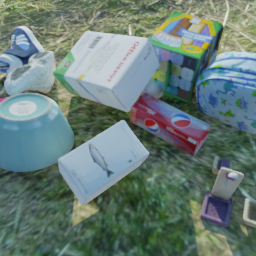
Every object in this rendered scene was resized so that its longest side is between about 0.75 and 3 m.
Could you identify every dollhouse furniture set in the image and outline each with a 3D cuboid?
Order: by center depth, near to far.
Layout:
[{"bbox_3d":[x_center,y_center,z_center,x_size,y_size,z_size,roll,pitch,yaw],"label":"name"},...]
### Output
[{"bbox_3d":[2.865,1.325,6.143,2.029,1.440,1.608,17,52,14],"label":"dollhouse furniture set"}]

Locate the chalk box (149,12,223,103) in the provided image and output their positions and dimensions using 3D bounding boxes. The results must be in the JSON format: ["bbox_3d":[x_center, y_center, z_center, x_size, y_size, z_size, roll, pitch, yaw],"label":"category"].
[{"bbox_3d":[1.574,-2.122,8.892,1.737,1.749,2.803,25,53,20],"label":"chalk box"}]

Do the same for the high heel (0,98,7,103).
[{"bbox_3d":[-3.915,-0.179,7.955,0.959,0.673,2.000,3,36,16],"label":"high heel"}]

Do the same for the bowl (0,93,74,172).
[{"bbox_3d":[-2.571,-0.080,7.248,2.261,1.183,2.261,3,38,-2],"label":"bowl"}]

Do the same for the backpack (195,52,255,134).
[{"bbox_3d":[3.283,-0.995,7.717,2.161,2.293,2.811,-38,52,-12],"label":"backpack"}]

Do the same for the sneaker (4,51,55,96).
[{"bbox_3d":[-2.821,-1.486,8.677,0.898,1.145,2.304,-1,36,24],"label":"sneaker"}]

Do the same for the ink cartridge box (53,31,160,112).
[{"bbox_3d":[-0.651,-1.737,8.244,2.563,1.076,1.856,21,70,37],"label":"ink cartridge box"}]

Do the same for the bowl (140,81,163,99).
[{"bbox_3d":[0.519,-1.211,8.698,1.010,1.009,0.377,21,90,31],"label":"bowl"}]

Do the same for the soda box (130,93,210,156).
[{"bbox_3d":[1.131,-0.140,7.898,2.154,0.683,0.754,30,56,22],"label":"soda box"}]

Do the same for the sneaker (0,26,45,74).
[{"bbox_3d":[-4.056,-2.695,9.891,1.684,0.926,2.299,-28,59,-27],"label":"sneaker"}]

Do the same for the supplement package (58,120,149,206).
[{"bbox_3d":[-0.576,0.801,6.424,1.754,1.029,1.025,-33,78,-22],"label":"supplement package"}]
